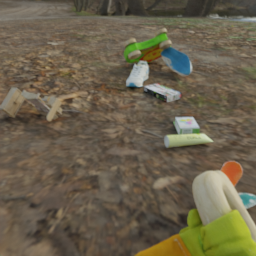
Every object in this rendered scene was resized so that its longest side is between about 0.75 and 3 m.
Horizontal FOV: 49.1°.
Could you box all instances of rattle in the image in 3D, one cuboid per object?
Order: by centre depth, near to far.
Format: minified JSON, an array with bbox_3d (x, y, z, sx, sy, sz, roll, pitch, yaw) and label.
[{"bbox_3d":[1.160,1.597,4.464,1.759,1.930,2.701,38,18,-3],"label":"rattle"}]

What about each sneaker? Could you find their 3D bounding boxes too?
[{"bbox_3d":[0.380,-2.285,12.038,0.741,0.782,1.936,7,30,14],"label":"sneaker"},{"bbox_3d":[2.421,-3.084,13.461,0.864,0.912,2.259,-36,43,7],"label":"sneaker"}]

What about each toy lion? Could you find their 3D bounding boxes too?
[{"bbox_3d":[1.015,-3.939,14.433,2.616,0.898,2.508,-20,-6,-9],"label":"toy lion"}]

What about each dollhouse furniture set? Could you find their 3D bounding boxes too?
[{"bbox_3d":[-2.882,-0.542,8.711,1.838,0.953,0.814,14,69,26],"label":"dollhouse furniture set"}]

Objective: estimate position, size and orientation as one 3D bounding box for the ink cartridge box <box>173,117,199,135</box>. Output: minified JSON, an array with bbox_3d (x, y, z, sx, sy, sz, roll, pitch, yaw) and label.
[{"bbox_3d":[1.664,-0.081,8.126,0.535,0.306,1.031,-1,26,-2],"label":"ink cartridge box"}]

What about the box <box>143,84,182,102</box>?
[{"bbox_3d":[1.309,-1.371,10.818,0.759,0.239,1.379,-17,31,-31],"label":"box"}]

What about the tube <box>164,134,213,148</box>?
[{"bbox_3d":[1.573,0.304,7.375,1.238,0.321,0.359,-3,66,-15],"label":"tube"}]
